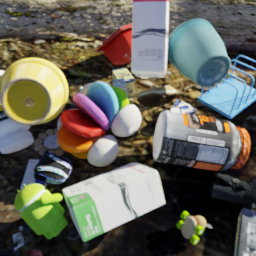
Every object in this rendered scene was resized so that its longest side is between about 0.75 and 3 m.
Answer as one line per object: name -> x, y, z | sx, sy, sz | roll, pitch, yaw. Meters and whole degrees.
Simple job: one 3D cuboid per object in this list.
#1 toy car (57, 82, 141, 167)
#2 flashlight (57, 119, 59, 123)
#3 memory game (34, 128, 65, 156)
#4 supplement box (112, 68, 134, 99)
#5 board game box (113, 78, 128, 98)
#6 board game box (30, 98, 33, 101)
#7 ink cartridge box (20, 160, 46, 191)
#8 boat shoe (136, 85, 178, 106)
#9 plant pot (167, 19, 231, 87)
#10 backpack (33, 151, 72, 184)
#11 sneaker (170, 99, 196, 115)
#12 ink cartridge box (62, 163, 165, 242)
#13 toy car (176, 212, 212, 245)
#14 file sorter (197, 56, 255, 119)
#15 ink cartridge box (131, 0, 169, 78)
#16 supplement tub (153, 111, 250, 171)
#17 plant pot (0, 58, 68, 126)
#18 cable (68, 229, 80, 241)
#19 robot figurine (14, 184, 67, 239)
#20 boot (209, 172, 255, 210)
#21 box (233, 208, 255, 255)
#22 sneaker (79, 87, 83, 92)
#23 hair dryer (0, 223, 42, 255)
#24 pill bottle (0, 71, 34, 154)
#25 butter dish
toy car -> -1.205, -0.318, 9.304 | 2.489, 2.132, 2.844 | 37, 88, 27
flashlight -> -2.120, -0.245, 11.008 | 1.251, 0.424, 0.425 | -4, 39, -6
memory game -> -2.758, 0.529, 10.415 | 1.479, 0.094, 1.479 | 0, 43, 0
supplement box -> -0.241, -1.934, 12.361 | 0.675, 1.005, 1.004 | -15, 48, -17
board game box -> -0.273, -1.434, 10.662 | 0.436, 0.428, 0.832 | -14, 51, 8
board game box -> -3.237, -1.284, 10.929 | 0.996, 1.320, 0.310 | -44, 45, -8
ink cartridge box -> -3.018, 1.655, 9.173 | 0.727, 0.285, 1.535 | 3, 36, -6
boat shoe -> 1.122, -1.464, 11.891 | 2.060, 0.738, 0.784 | -8, 57, -35
plant pot -> 2.752, -2.666, 10.640 | 2.114, 2.114, 1.986 | -11, 50, -12
backpack -> -2.364, 1.355, 8.947 | 1.052, 0.708, 0.961 | 20, 45, 0
sneaker -> 2.183, -0.547, 11.162 | 0.927, 0.648, 1.605 | 14, 43, 17
ink cartridge box -> -0.431, 1.897, 7.733 | 2.372, 0.985, 1.739 | -19, 8, -19
toy car -> 1.920, 2.718, 7.806 | 0.840, 0.662, 0.690 | 1, 27, -36
file sorter -> 4.496, -1.851, 11.947 | 2.437, 1.495, 1.691 | -31, 51, -28
ink cartridge box -> 0.796, -3.322, 10.009 | 1.214, 2.879, 2.084 | 2, 5, 6
supplement tub -> 2.308, 0.466, 9.134 | 2.790, 1.709, 1.709 | 9, 43, -4
plant pot -> -2.816, -0.946, 8.199 | 2.041, 2.041, 1.920 | -8, 20, -9
cable -> -1.114, 2.736, 7.896 | 1.198, 0.301, 0.582 | -13, 42, -13
robot figurine -> -2.389, 2.210, 7.584 | 1.599, 1.403, 0.925 | 50, 42, -3
boot -> 3.540, 1.666, 8.678 | 1.681, 0.764, 2.000 | 16, 34, 26
box -> 3.954, 3.266, 7.105 | 2.330, 0.594, 1.837 | 14, 45, 16
sneaker -> -0.939, -1.241, 11.666 | 1.557, 0.865, 2.226 | -31, 53, -25
hair dryer -> -2.865, 3.484, 7.111 | 1.411, 0.503, 1.852 | -31, 45, -7
pill bottle -> -4.331, -0.519, 9.787 | 1.486, 1.486, 2.643 | -22, 80, -22
butter dish -> 0.130, -3.965, 14.073 | 2.617, 1.940, 2.624 | -32, 9, -36
